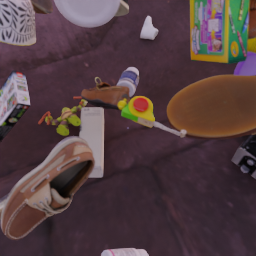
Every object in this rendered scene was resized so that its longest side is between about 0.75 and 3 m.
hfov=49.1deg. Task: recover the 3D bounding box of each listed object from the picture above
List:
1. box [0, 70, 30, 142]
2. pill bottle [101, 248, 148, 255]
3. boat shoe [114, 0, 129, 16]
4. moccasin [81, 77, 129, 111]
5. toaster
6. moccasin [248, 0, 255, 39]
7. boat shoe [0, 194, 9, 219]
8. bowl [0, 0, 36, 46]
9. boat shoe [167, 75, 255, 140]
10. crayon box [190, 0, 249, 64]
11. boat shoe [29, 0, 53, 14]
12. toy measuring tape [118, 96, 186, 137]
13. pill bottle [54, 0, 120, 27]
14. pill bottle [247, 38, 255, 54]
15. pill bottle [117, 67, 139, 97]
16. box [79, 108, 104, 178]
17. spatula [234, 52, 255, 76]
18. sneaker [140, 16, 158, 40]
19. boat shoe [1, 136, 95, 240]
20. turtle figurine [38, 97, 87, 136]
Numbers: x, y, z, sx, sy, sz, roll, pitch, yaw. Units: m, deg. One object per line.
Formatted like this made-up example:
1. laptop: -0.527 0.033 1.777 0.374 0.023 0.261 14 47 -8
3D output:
1. box: -2.844 -0.455 6.519 0.289 1.665 0.916 10 53 -45
2. pill bottle: -0.054 2.363 4.922 0.791 0.448 0.448 11 52 -31
3. boat shoe: -0.646 -4.156 8.066 0.903 2.514 0.850 0 86 18
4. moccasin: -0.571 -0.822 6.674 0.616 1.685 0.650 20 85 -34
5. toaster: 3.867 0.673 7.326 1.623 1.065 1.795 39 66 22
6. moccasin: 2.670 -2.807 5.682 0.776 0.819 2.121 23 86 41
7. boat shoe: -3.240 2.023 6.896 1.113 0.400 0.361 -37 54 -19
8. bowl: -3.239 -3.121 6.677 2.510 1.178 2.510 26 25 -13
9. boat shoe: 2.012 -0.359 4.514 2.813 0.989 0.990 -12 71 2
10. crayon box: 1.709 -2.184 5.349 0.523 1.795 1.066 -14 22 -22
11. boat shoe: -2.883 -3.748 8.052 0.567 1.579 0.598 -5 74 27
12. toy measuring tape: 0.345 -0.195 3.858 1.009 0.371 0.371 20 60 6
13. pill bottle: -0.775 -3.216 5.932 1.296 1.296 2.236 0 46 0
14. pill bottle: 4.761 -3.018 9.598 2.121 1.158 1.158 25 61 15
15. pill bottle: 0.021 -1.229 7.345 0.481 0.481 0.867 12 43 7
16. box: -0.995 0.378 7.705 0.632 0.760 1.849 -1 56 -1
17. spatula: 3.501 -0.832 5.348 2.930 0.301 0.828 25 79 38
18. sneaker: 0.867 -3.742 10.547 0.597 0.381 1.033 14 68 6
19. boat shoe: -1.434 1.152 5.028 2.213 0.838 0.794 -52 41 -1
20. turtle figurine: -1.810 -0.257 8.087 1.661 0.535 1.339 -26 29 -2
